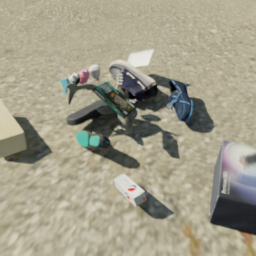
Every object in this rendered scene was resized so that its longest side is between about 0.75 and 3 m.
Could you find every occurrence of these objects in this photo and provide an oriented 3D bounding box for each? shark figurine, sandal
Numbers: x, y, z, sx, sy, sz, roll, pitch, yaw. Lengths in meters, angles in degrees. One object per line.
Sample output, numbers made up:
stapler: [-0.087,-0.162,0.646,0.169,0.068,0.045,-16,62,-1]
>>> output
shark figurine: [-0.763,-1.233,10.253,2.878,1.201,1.720,28,64,-16]
sandal: [-1.298,-0.617,11.316,2.733,0.585,1.039,-28,28,-36]

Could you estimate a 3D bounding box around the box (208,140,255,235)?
box: [3.647,1.735,8.060,2.246,1.396,2.265,10,42,14]

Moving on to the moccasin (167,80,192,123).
moccasin: [1.996,-1.112,11.540,0.826,0.975,2.422,20,34,-16]

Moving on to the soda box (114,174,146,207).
soda box: [0.043,1.833,8.319,0.395,0.369,1.159,-28,31,-22]

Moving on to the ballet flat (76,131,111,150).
ballet flat: [-1.200,0.453,9.902,0.659,0.659,1.804,-31,21,-30]

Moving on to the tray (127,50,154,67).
tray: [0.541,-3.210,13.236,1.580,0.175,0.848,5,71,47]

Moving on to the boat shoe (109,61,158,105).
boat shoe: [-0.172,-2.099,12.650,1.388,1.118,2.994,-30,47,-33]

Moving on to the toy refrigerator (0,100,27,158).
toy refrigerator: [-4.781,-0.017,10.487,0.960,0.885,2.529,-22,46,-33]

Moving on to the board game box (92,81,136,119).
board game box: [-0.442,-0.970,9.597,1.431,0.201,0.968,42,31,3]

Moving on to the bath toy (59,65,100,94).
bath toy: [-1.729,-1.836,10.452,1.668,0.616,0.725,-30,29,-30]
